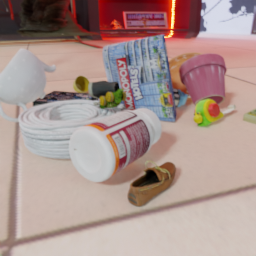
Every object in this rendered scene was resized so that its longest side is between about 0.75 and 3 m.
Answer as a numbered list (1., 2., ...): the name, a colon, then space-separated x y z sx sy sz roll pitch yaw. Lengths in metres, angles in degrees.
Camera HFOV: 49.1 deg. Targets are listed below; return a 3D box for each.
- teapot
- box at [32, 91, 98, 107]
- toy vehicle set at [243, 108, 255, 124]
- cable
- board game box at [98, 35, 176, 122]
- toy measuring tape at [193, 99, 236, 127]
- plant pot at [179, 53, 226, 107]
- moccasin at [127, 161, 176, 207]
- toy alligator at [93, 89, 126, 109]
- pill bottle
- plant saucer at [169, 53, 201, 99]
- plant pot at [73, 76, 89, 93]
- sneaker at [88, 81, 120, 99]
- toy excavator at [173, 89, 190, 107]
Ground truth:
1. teapot: -3.579 -1.505 9.627 1.563 2.140 2.113 39 7 -24
2. box: -2.339 -0.966 10.871 2.095 0.482 1.665 6 23 13
3. toy vehicle set: 5.153 -0.250 9.562 1.226 0.262 1.973 -20 31 -39
4. cable: -1.662 -0.070 8.209 2.848 0.986 2.847 17 28 35
5. board game box: 0.057 -1.531 9.974 2.915 2.916 0.899 -7 20 16
6. toy measuring tape: 2.996 -0.709 9.771 2.321 0.854 0.854 -23 32 -37
7. plant pot: 2.987 -1.705 10.840 1.794 1.606 1.794 -7 -20 -2
8. moccasin: 0.540 1.080 6.057 1.527 0.589 0.558 -21 31 -40
9. toy alligator: -0.528 -0.699 7.775 0.522 0.379 1.576 -9 -5 -31
10. pill bottle: -0.193 0.285 6.739 1.254 1.254 2.289 16 25 32
11. plant saucer: 2.735 -2.304 12.624 2.595 0.486 2.595 -9 56 13
12. plant pot: -2.247 -1.947 13.032 0.796 0.796 0.565 -21 0 -40
13. sneaker: -0.591 -1.137 8.457 0.807 0.568 1.519 1 11 10
14. toy excavator: 2.233 -1.267 11.368 1.099 0.549 1.069 7 43 -9
